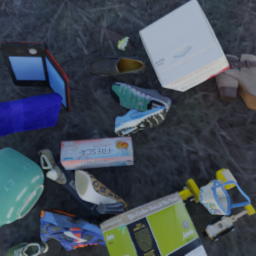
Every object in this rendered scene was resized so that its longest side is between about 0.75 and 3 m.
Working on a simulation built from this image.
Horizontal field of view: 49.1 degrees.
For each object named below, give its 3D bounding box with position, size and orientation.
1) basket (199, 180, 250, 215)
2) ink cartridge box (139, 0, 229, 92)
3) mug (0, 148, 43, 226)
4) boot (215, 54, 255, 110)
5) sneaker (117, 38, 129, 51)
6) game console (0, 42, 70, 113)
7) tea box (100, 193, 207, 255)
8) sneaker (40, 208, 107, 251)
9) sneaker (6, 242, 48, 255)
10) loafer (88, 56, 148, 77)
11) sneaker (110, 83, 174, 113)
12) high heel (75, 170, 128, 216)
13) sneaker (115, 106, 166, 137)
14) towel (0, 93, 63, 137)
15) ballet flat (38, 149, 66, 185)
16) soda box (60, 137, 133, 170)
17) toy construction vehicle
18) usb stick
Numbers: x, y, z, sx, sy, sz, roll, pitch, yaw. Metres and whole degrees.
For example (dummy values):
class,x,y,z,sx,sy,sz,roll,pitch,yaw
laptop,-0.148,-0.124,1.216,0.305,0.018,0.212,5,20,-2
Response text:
class,x,y,z,sx,sy,sz,roll,pitch,yaw
basket,3.195,2.331,9.370,1.207,1.369,0.952,47,32,-21
ink cartridge box,2.124,-2.728,10.028,2.114,2.910,2.104,-25,85,22
mug,-4.082,2.255,9.500,1.694,2.251,2.740,30,96,4
boot,5.046,-1.955,11.476,2.944,1.034,2.152,15,69,3
sneaker,-0.212,-3.679,12.087,0.394,0.389,1.031,15,35,0
game console,-3.346,-1.739,10.402,2.255,2.617,1.553,-1,66,-11
tea box,0.796,3.629,8.818,2.410,1.610,2.371,-9,69,-37
sneaker,-1.682,3.683,9.705,2.988,1.125,1.172,12,83,11
sneaker,-3.557,4.219,9.625,1.444,0.648,0.484,-9,72,-3
loafer,-0.443,-2.589,11.536,2.519,0.911,0.917,-4,96,6
sneaker,0.536,-1.262,11.474,2.596,0.966,1.136,26,39,17
high heel,-0.984,2.347,10.228,2.218,1.581,0.792,43,102,37
sneaker,0.396,-0.433,10.126,1.995,0.782,0.897,-19,58,7
towel,-3.782,-0.366,10.020,2.750,2.031,0.681,-16,75,-27
ballet flat,-2.913,1.492,10.454,0.532,0.591,1.568,-44,70,28
soda box,-1.150,0.969,10.505,2.638,0.902,0.839,-4,62,-1
toy construction vehicle,2.965,2.768,10.104,2.491,0.877,2.169,-27,63,-11
usb stick,-1.864,2.300,10.622,2.823,0.460,0.783,41,76,12
